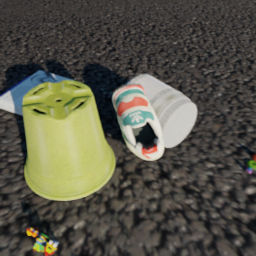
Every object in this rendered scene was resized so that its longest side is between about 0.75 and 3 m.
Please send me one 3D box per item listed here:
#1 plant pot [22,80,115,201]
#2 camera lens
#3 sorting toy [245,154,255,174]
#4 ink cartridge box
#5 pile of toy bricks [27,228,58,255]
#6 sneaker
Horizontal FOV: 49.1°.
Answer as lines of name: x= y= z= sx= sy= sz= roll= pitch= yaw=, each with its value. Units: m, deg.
plant pot: x=-1.768 y=0.154 z=7.785 sx=2.709 sy=2.491 sz=2.709 roll=-1 pitch=40 yaw=1
camera lens: x=0.872 y=-0.601 z=9.228 sx=1.783 sy=1.783 sz=2.229 roll=-28 pitch=47 yaw=-29
sorting toy: x=3.837 y=0.988 z=8.476 sx=0.326 sy=0.324 sz=0.941 roll=29 pitch=47 yaw=30
ink cartridge box: x=-3.878 y=-1.463 z=11.275 sx=2.536 sy=0.515 sz=2.531 roll=16 pitch=42 yaw=18
pile of toy bricks: x=-2.031 y=2.667 z=6.469 sx=0.810 sy=0.449 sz=0.400 roll=29 pitch=74 yaw=9
sneaker: x=0.369 y=0.303 z=6.976 sx=1.014 sy=2.879 sz=1.346 roll=-18 pitch=50 yaw=4
